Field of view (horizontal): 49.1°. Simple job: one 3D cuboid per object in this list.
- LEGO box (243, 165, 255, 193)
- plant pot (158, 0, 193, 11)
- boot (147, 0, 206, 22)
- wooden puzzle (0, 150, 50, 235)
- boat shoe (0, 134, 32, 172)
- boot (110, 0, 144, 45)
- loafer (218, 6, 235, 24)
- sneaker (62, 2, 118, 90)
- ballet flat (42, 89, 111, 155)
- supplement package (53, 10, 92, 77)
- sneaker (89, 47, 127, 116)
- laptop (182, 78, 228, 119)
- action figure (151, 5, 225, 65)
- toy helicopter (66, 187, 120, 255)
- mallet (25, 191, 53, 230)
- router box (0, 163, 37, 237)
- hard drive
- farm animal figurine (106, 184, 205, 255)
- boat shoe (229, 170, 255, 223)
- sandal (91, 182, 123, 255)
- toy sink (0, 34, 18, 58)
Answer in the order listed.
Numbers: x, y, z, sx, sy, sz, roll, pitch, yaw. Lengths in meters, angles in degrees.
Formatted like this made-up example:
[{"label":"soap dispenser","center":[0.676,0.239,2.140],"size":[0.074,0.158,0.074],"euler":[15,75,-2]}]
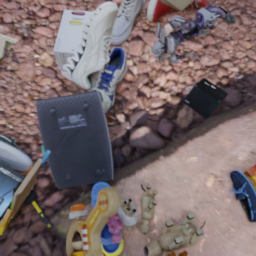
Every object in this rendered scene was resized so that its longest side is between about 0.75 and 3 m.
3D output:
[{"label":"LEGO box","center":[4.732,1.892,8.563],"size":[1.539,0.797,2.067],"euler":[-29,69,-12]},{"label":"plant pot","center":[1.318,-4.421,8.282],"size":[1.544,1.542,1.367],"euler":[49,117,43]},{"label":"boot","center":[2.141,-5.255,11.782],"size":[2.020,1.014,2.800],"euler":[28,65,11]},{"label":"wooden puzzle","center":[-2.124,1.229,5.707],"size":[0.194,1.120,1.661],"euler":[27,32,-5]},{"label":"boat shoe","center":[-4.051,0.565,9.154],"size":[2.317,0.835,0.822],"euler":[31,39,-1]},{"label":"boot","center":[-0.125,-4.841,11.336],"size":[1.065,1.384,2.895],"euler":[19,67,8]},{"label":"loafer","center":[4.146,-4.814,11.919],"size":[0.985,0.310,0.354],"euler":[40,71,17]},{"label":"sneaker","center":[-0.919,-2.354,8.337],"size":[1.106,2.728,1.025],"euler":[42,32,12]},{"label":"ballet flat","center":[-1.588,-0.026,9.242],"size":[2.924,1.049,1.049],"euler":[-44,70,13]},{"label":"supplement package","center":[-1.911,-3.098,10.456],"size":[1.082,1.520,1.951],"euler":[5,66,2]},{"label":"sneaker","center":[-0.831,-1.675,9.986],"size":[1.041,1.219,2.765],"euler":[17,68,6]},{"label":"laptop","center":[2.867,-1.114,10.355],"size":[1.135,0.661,1.280],"euler":[38,45,15]},{"label":"action figure","center":[1.489,-2.513,7.558],"size":[2.249,1.463,0.780],"euler":[-36,71,-16]},{"label":"toy helicopter","center":[-0.819,2.106,6.084],"size":[0.961,2.436,1.611],"euler":[8,35,-33]},{"label":"mallet","center":[-2.778,2.584,8.571],"size":[0.429,0.268,1.302],"euler":[-30,72,-13]},{"label":"router box","center":[-4.270,1.881,8.465],"size":[2.358,0.733,1.767],"euler":[23,67,18]},{"label":"hard drive","center":[-1.540,0.367,8.489],"size":[1.951,0.612,2.893],"euler":[-10,110,-4]},{"label":"farm animal figurine","center":[0.668,2.923,7.937],"size":[2.497,1.255,2.016],"euler":[30,46,17]},{"label":"boat shoe","center":[3.558,2.076,8.554],"size":[0.555,0.681,1.618],"euler":[-20,65,-14]},{"label":"sandal","center":[-0.606,2.588,8.189],"size":[0.854,0.936,2.150],"euler":[-15,65,-4]},{"label":"toy sink","center":[-3.617,-2.276,7.642],"size":[1.028,0.670,0.576],"euler":[13,106,-25]}]
